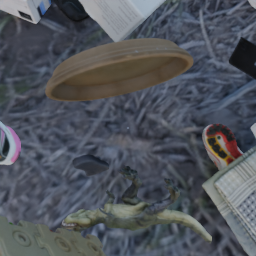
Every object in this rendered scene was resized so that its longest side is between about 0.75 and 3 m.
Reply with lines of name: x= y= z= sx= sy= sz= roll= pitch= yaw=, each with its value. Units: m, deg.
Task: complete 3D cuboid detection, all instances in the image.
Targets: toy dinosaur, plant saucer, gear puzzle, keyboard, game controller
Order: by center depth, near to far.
gear puzzle: x=-1.022 y=1.765 z=3.306 sx=0.391 sy=2.985 sz=1.546 roll=-50 pitch=48 yaw=2
toy dinosaur: x=0.216 y=1.057 z=3.776 sx=2.107 sy=0.500 sz=0.929 roll=7 pitch=113 yaw=-7
plant saucer: x=-0.157 y=-0.901 z=4.620 sx=2.413 sy=2.413 sz=0.355 roll=-12 pitch=88 yaw=-4
keyboard: x=2.649 y=-1.267 z=5.327 sx=1.335 sy=0.802 sz=0.171 roll=40 pitch=49 yaw=22
game controller: x=-1.072 y=-4.337 z=8.783 sx=2.488 sy=0.524 sz=1.298 roll=-39 pitch=89 yaw=-13

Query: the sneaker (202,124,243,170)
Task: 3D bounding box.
sneaker: x=2.451 y=0.769 z=6.674 sx=0.773 sy=0.816 sz=1.987 roll=-29 pitch=89 yaw=-1

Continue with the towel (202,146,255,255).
towel: x=3.203 y=1.530 z=6.033 sx=2.434 sy=0.420 sz=2.344 roll=-36 pitch=89 yaw=2

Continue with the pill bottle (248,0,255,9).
pill bottle: x=4.484 y=-4.415 z=8.508 sx=0.906 sy=0.906 sz=1.633 roll=43 pitch=75 yaw=14

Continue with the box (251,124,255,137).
box: x=3.150 y=0.001 z=4.492 sx=1.455 sy=1.462 sz=0.956 roll=-4 pitch=62 yaw=-26

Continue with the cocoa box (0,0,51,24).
cocoa box: x=-3.197 y=-3.941 z=8.323 sx=1.382 sy=0.921 sz=0.907 roll=24 pitch=71 yaw=9

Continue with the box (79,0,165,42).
box: x=-0.088 y=-3.142 z=5.973 sx=1.770 sy=1.163 sz=1.779 roll=46 pitch=59 yaw=-15

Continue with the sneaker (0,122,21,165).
sneaker: x=-1.831 y=-0.100 z=3.247 sx=1.315 sy=0.568 sz=0.528 roll=40 pitch=99 yaw=11

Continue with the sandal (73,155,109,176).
sandal: x=-0.645 y=0.630 z=5.078 sx=0.462 sy=1.214 sz=0.260 roll=-19 pitch=69 yaw=1
